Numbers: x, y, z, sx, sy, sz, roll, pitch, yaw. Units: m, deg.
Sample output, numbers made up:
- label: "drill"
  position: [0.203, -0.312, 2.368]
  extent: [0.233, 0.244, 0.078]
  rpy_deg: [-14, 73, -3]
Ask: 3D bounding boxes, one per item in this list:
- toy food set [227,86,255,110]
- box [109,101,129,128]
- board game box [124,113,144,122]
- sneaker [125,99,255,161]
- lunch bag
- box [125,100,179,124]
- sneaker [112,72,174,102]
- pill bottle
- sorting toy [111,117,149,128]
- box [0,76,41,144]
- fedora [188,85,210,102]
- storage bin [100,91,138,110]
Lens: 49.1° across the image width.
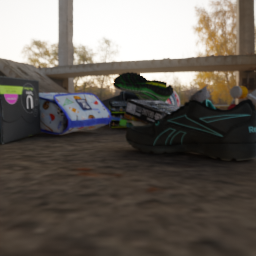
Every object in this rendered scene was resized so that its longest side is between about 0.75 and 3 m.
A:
- label: "toy food set"
  position: [3.744, -0.407, 8.322]
  extent: [1.107, 1.174, 2.460]
  rpy_deg: [-3, 37, -34]
- label: "box"
  position: [-0.211, -0.566, 11.724]
  extent: [1.170, 1.130, 0.278]
  rpy_deg: [-2, 7, -19]
- label: "board game box"
  position: [0.734, -0.409, 11.508]
  extent: [1.637, 0.245, 0.782]
  rpy_deg: [5, 11, -31]
- label: "sneaker"
  position: [1.143, -0.009, 5.402]
  extent: [2.636, 1.045, 0.994]
  rpy_deg: [1, 6, 30]
- label: "lunch bag"
  position: [-1.955, -0.479, 9.256]
  extent: [2.264, 1.402, 1.925]
  rpy_deg: [16, 16, 37]
- label: "box"
  position: [1.397, -0.511, 10.625]
  extent: [1.921, 0.606, 2.436]
  rpy_deg: [-4, 21, -44]
- label: "sneaker"
  position: [0.588, -1.593, 12.451]
  extent: [2.743, 1.168, 1.070]
  rpy_deg: [14, 43, -16]
- label: "pill bottle"
  position: [1.504, -1.090, 14.365]
  extent: [1.584, 1.584, 2.650]
  rpy_deg: [2, 17, 28]
- label: "sorting toy"
  position: [0.420, -0.117, 10.863]
  extent: [2.358, 0.321, 1.328]
  rpy_deg: [5, 6, -25]
- label: "box"
  position: [-4.028, -0.529, 7.632]
  extent: [2.625, 1.632, 1.950]
  rpy_deg: [1, 8, 11]
- label: "fedora"
  position: [3.118, -1.328, 11.980]
  extent: [1.064, 0.481, 0.941]
  rpy_deg: [-31, -10, -22]
- label: "storage bin"
  position: [-0.349, -1.087, 14.780]
  extent: [1.851, 2.005, 2.756]
  rpy_deg: [-9, 0, 25]
